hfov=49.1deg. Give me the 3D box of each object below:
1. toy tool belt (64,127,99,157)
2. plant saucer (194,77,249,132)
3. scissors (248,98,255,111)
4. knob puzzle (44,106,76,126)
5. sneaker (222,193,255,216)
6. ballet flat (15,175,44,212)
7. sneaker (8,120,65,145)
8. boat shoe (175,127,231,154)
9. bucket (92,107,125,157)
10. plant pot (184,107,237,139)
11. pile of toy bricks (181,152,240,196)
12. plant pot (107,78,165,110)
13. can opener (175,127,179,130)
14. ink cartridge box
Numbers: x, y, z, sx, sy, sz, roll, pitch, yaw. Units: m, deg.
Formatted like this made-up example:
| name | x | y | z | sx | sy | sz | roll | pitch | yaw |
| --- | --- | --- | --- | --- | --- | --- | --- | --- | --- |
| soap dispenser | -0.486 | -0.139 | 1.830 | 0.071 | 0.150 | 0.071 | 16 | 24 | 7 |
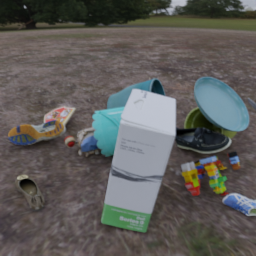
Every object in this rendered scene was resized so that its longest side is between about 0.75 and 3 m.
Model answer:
| name | x | y | z | sx | sy | sz | roll | pitch | yaw |
| --- | --- | --- | --- | --- | --- | --- | --- | --- | --- |
| toy tool belt | -1.437 | 0.560 | 10.207 | 1.574 | 0.983 | 0.968 | -18 | 54 | -19 |
| plant saucer | 3.271 | -0.813 | 9.983 | 2.369 | 0.325 | 2.369 | 15 | 52 | -20 |
| scissors | 3.790 | 0.026 | 6.905 | 0.184 | 0.965 | 2.639 | 18 | 48 | -30 |
| knob puzzle | -3.226 | -0.523 | 12.560 | 1.561 | 0.216 | 1.561 | -12 | 43 | 12 |
| sneaker | 3.184 | 2.132 | 7.704 | 1.123 | 0.425 | 0.433 | 9 | 25 | 20 |
| ballet flat | -2.938 | 1.828 | 8.340 | 0.590 | 0.406 | 1.750 | -16 | 31 | -29 |
| sneaker | -3.574 | 0.283 | 11.183 | 2.197 | 0.827 | 0.968 | -8 | -12 | -2 |
| boat shoe | 2.503 | 0.324 | 9.976 | 0.853 | 0.757 | 2.283 | -48 | 27 | -20 |
| bucket | -0.419 | 0.111 | 10.043 | 1.161 | 1.785 | 1.785 | -14 | 24 | 14 |
| plant pot | 3.358 | -0.005 | 10.922 | 1.588 | 1.727 | 1.727 | -7 | 25 | -40 |
| pile of toy bricks | 2.630 | 1.453 | 8.344 | 1.318 | 1.173 | 2.376 | -21 | -12 | 33 |
| plant pot | 0.340 | -0.816 | 11.895 | 2.115 | 2.251 | 2.251 | -6 | 23 | 23 |
| can opener | 1.655 | -0.006 | 11.576 | 1.067 | 0.338 | 0.419 | 11 | 24 | -10 |
| ink cartridge box | 0.283 | 0.794 | 7.302 | 1.254 | 2.984 | 2.178 | 13 | 29 | 2 |
